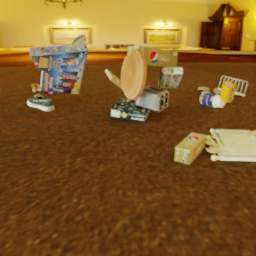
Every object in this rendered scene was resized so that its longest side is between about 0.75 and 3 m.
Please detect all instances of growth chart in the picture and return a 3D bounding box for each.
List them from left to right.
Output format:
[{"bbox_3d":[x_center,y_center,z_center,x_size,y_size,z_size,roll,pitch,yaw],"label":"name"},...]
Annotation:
[{"bbox_3d":[3.133,0.452,8.286,1.738,0.213,2.402,4,20,12],"label":"growth chart"}]

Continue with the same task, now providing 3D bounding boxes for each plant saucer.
[{"bbox_3d":[0.130,-1.913,10.086,0.288,1.785,1.785,-1,18,-24],"label":"plant saucer"}]

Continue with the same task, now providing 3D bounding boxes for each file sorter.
[{"bbox_3d":[5.492,-2.209,14.722,0.859,0.770,1.237,5,17,-23],"label":"file sorter"}]

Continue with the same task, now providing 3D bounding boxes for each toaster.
[{"bbox_3d":[0.914,-1.131,10.849,1.186,0.704,1.072,18,24,23],"label":"toaster"}]

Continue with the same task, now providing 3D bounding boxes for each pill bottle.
[{"bbox_3d":[3.752,-1.222,12.443,0.584,0.584,1.009,-16,25,-37],"label":"pill bottle"}]

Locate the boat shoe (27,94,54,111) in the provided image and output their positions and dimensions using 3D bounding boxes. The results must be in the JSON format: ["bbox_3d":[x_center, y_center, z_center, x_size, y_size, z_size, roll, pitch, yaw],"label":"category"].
[{"bbox_3d":[-3.871,-1.188,12.373,1.759,0.560,0.622,16,25,38],"label":"boat shoe"}]

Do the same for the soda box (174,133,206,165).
[{"bbox_3d":[1.723,0.543,7.720,0.442,0.418,1.306,12,22,30],"label":"soda box"}]

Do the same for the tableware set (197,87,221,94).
[{"bbox_3d":[4.537,-1.976,15.172,1.541,0.179,1.287,5,22,7],"label":"tableware set"}]

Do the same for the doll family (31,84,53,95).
[{"bbox_3d":[-4.586,-2.225,15.036,1.629,0.734,1.011,16,25,39],"label":"doll family"}]

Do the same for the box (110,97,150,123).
[{"bbox_3d":[0.145,-0.765,11.224,1.373,0.397,1.728,9,22,8],"label":"box"}]

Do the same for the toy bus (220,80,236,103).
[{"bbox_3d":[3.088,-1.094,8.682,0.361,0.923,0.301,-38,62,-10],"label":"toy bus"}]

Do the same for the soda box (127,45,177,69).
[{"bbox_3d":[1.002,-2.807,11.289,2.207,0.707,0.748,-4,10,-41],"label":"soda box"}]

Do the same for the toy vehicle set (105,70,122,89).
[{"bbox_3d":[-0.490,-1.859,10.917,0.926,0.123,0.575,32,22,-49],"label":"toy vehicle set"}]

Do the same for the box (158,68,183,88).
[{"bbox_3d":[1.655,-1.976,11.208,0.846,0.267,1.537,1,-12,2],"label":"box"}]

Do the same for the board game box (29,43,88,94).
[{"bbox_3d":[-2.019,-1.705,7.876,1.486,1.487,0.459,2,43,-24],"label":"board game box"}]

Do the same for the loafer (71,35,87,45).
[{"bbox_3d":[-2.271,-3.233,11.907,0.588,1.722,0.652,37,33,-25],"label":"loafer"}]
